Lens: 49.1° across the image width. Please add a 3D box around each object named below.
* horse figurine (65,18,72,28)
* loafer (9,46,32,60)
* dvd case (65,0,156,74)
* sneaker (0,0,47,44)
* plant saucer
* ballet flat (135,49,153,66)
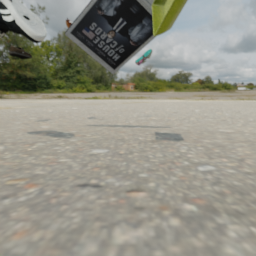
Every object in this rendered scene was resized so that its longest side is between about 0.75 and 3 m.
[{"bbox_3d":[-1.933,-3.551,10.805,1.034,0.389,1.560,31,-1,-6],"label":"horse figurine"},{"bbox_3d":[-3.888,-2.750,10.199,0.387,0.379,1.061,-4,1,16],"label":"loafer"},{"bbox_3d":[-0.303,-2.811,7.725,1.889,0.311,2.513,37,-50,-23],"label":"dvd case"},{"bbox_3d":[-2.578,-2.221,6.164,1.833,1.025,0.670,47,29,14],"label":"sneaker"},{"bbox_3d":[0.874,-2.550,5.409,0.299,1.248,1.249,15,-41,-16],"label":"plant saucer"},{"bbox_3d":[0.743,-3.080,12.323,0.964,0.333,0.343,-35,-43,23],"label":"ballet flat"}]
